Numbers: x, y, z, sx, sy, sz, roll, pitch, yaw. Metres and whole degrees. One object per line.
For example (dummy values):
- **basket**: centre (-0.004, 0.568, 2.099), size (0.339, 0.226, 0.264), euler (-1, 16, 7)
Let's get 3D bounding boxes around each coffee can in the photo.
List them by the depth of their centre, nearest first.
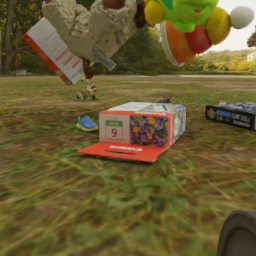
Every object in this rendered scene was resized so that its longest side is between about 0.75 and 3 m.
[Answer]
- **coffee can**: centre (1.252, 0.915, 1.248), size (1.423, 1.041, 1.041), euler (1, 12, 1)

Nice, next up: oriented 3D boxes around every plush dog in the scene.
- **plush dog**: centre (-0.665, -2.989, 8.380), size (2.911, 2.335, 2.500), euler (15, 42, 29)

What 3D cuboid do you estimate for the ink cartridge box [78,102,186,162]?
- **ink cartridge box**: centre (0.263, -0.056, 6.291), size (1.585, 0.733, 2.910), euler (5, 12, 21)

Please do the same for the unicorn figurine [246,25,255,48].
- **unicorn figurine**: centre (4.350, -2.279, 7.816), size (2.131, 0.787, 1.464), euler (24, -24, 5)

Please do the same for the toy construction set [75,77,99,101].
- **toy construction set**: centre (-2.182, -1.892, 13.910), size (0.997, 1.196, 0.919), euler (-3, 15, 29)

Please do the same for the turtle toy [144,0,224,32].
- **turtle toy**: centre (1.404, -3.162, 6.623), size (1.957, 1.357, 2.685), euler (4, 48, -4)

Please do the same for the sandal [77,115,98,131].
- **sandal**: centre (-1.117, -0.135, 7.563), size (0.345, 0.378, 0.868), euler (-9, 17, -42)

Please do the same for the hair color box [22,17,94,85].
- **hair color box**: centre (-2.321, -2.655, 9.551), size (1.203, 2.170, 0.694), euler (-51, 28, -19)

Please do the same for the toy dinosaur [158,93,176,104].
- **toy dinosaur**: centre (1.690, -1.225, 12.963), size (0.421, 0.802, 0.728), euler (-44, 2, -14)

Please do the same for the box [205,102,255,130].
- **box**: centre (3.793, -0.435, 8.637), size (1.982, 0.496, 1.997), euler (-5, 13, -25)

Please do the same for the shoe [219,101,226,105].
- **shoe**: centre (3.879, -0.954, 11.555), size (0.310, 0.236, 0.885), euler (4, 13, 19)

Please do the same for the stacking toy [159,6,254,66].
- **stacking toy**: centre (2.408, -2.976, 8.400), size (2.567, 1.876, 1.876), euler (-4, 9, 32)
